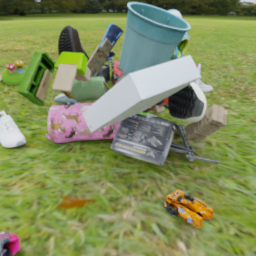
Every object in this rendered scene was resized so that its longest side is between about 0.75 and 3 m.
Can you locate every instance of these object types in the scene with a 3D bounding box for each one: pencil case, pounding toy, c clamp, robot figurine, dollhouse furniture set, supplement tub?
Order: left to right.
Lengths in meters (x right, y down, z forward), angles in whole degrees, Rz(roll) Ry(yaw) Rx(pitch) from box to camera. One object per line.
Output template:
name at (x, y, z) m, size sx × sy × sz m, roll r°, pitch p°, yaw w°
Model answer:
pounding toy at (-5.443, -2.940, 14.212) m, size 1.986 × 0.922 × 1.533 m, roll -6°, pitch 42°, yaw -13°
dollhouse furniture set at (-1.649, -0.997, 8.433) m, size 1.715 × 1.314 × 2.618 m, roll 9°, pitch -16°, yaw 19°
pencil case at (-1.126, -0.163, 8.793) m, size 2.764 × 1.144 × 1.196 m, roll -2°, pitch 31°, yaw -5°
supplement tub at (0.219, -1.002, 8.323) m, size 1.276 × 0.683 × 0.683 m, roll 31°, pitch 8°, yaw -35°
c clamp at (1.472, 0.313, 8.524) m, size 1.923 × 0.305 × 2.251 m, roll 12°, pitch 27°, yaw -12°
robot figurine at (1.259, 1.690, 6.033) m, size 0.760 × 0.305 × 1.048 m, roll -20°, pitch 33°, yaw -37°

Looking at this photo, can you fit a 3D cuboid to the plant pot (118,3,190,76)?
plant pot at (0.623, -2.468, 8.423) m, size 1.893 × 1.854 × 1.893 m, roll 14°, pitch 34°, yaw -10°

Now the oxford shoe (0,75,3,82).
oxford shoe at (-6.334, -2.579, 14.664) m, size 0.948 × 0.336 × 0.350 m, roll -22°, pitch 60°, yaw -39°

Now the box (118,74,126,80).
box at (-0.040, -1.602, 11.249) m, size 1.015 × 0.829 × 0.108 m, roll 21°, pitch 8°, yaw -32°

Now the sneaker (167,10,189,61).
sneaker at (1.172, -3.287, 11.596) m, size 2.924 × 1.909 × 1.163 m, roll -32°, pitch -22°, yaw 26°

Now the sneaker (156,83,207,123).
sneaker at (1.729, -0.737, 7.729) m, size 1.361 × 1.025 × 2.911 m, roll 13°, pitch 9°, yaw -13°

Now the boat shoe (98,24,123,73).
boat shoe at (-0.771, -2.884, 10.525) m, size 0.674 × 1.964 × 0.826 m, roll 23°, pitch 17°, yaw -10°

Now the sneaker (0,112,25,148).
sneaker at (-3.827, 0.052, 8.851) m, size 0.648 × 0.738 × 1.843 m, roll -19°, pitch 34°, yaw -37°

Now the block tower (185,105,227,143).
block tower at (2.117, -0.062, 7.764) m, size 0.445 × 1.648 × 0.476 m, roll 16°, pitch 68°, yaw -9°

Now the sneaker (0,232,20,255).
sneaker at (-2.209, 2.336, 4.133) m, size 0.803 × 0.867 × 2.150 m, roll -2°, pitch 26°, yaw -9°

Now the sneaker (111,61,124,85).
sneaker at (-0.106, -2.525, 13.637) m, size 1.445 × 1.045 × 2.957 m, roll -5°, pitch 29°, yaw -8°

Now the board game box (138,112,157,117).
board game box at (0.156, -0.505, 9.844) m, size 1.645 × 0.247 × 0.786 m, roll 24°, pitch 25°, yaw 11°

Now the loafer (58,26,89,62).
loafer at (-1.960, -2.559, 11.094) m, size 1.043 × 2.859 × 1.020 m, roll 4°, pitch 20°, yaw 45°

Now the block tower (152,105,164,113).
block tower at (0.765, -1.124, 11.488) m, size 0.447 × 0.479 × 1.656 m, roll -21°, pitch 34°, yaw -35°

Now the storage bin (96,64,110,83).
storage bin at (-1.736, -2.676, 14.221) m, size 1.157 × 0.802 × 1.711 m, roll 10°, pitch 29°, yaw 19°

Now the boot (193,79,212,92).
boot at (3.351, -2.048, 13.157) m, size 1.281 × 0.612 × 0.471 m, roll -1°, pitch 27°, yaw -3°

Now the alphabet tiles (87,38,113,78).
alphabet tiles at (-1.060, -2.181, 9.393) m, size 0.062 × 1.620 × 1.947 m, roll 34°, pitch 8°, yaw 1°

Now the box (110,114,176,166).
box at (0.414, 0.264, 7.685) m, size 1.504 × 1.191 × 0.363 m, roll 14°, pitch -15°, yaw 24°

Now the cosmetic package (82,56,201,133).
cosmetic package at (0.206, -0.710, 6.391) m, size 1.760 × 0.603 × 2.335 m, roll -27°, pitch -1°, yaw -35°

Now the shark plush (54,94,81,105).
shark plush at (-2.345, -1.018, 11.544) m, size 1.368 × 0.622 × 0.570 m, roll 31°, pitch 46°, yaw 9°

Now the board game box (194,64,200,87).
board game box at (2.865, -1.889, 11.911) m, size 0.176 × 1.359 × 1.359 m, roll 8°, pitch 30°, yaw 20°
